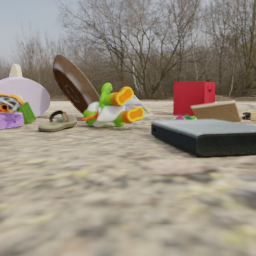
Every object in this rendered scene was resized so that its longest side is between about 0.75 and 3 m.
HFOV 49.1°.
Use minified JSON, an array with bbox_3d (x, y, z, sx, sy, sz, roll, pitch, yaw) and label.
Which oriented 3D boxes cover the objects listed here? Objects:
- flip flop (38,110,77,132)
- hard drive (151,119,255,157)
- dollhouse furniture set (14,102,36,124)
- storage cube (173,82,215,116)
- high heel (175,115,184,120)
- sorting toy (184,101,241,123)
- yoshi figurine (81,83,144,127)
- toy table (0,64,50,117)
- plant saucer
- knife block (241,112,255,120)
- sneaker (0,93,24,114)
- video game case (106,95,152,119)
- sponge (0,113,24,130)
[{"bbox_3d":[-1.968,-0.235,7.874,0.703,0.499,1.735,-3,9,14],"label":"flip flop"},{"bbox_3d":[1.554,0.123,5.376,1.633,0.385,2.339,-1,7,-12],"label":"hard drive"},{"bbox_3d":[-4.000,-0.295,9.580,1.761,0.680,0.880,-18,6,24],"label":"dollhouse furniture set"},{"bbox_3d":[3.112,-1.374,13.254,1.741,1.565,1.488,3,8,34],"label":"storage cube"},{"bbox_3d":[1.199,-0.175,7.602,0.889,0.427,0.300,4,-31,-44],"label":"high heel"},{"bbox_3d":[2.278,-0.408,8.098,1.718,0.253,1.270,-6,-27,28],"label":"sorting toy"},{"bbox_3d":[-0.452,-0.561,8.110,1.231,1.236,2.199,19,-17,-34],"label":"yoshi figurine"},{"bbox_3d":[-4.552,-1.364,11.314,1.448,2.273,2.472,24,-3,35],"label":"toy table"},{"bbox_3d":[-1.949,-1.384,10.518,0.465,2.900,2.900,-40,22,-18],"label":"plant saucer"},{"bbox_3d":[4.867,-0.448,10.799,0.778,0.284,0.887,-4,8,-25],"label":"knife block"},{"bbox_3d":[-3.491,-0.656,7.720,1.293,0.499,0.506,2,-38,29],"label":"sneaker"},{"bbox_3d":[0.040,-0.861,11.397,1.545,0.170,1.407,-6,45,-41],"label":"video game case"},{"bbox_3d":[-4.736,-0.251,8.176,2.912,0.434,1.625,3,9,22],"label":"sponge"}]
